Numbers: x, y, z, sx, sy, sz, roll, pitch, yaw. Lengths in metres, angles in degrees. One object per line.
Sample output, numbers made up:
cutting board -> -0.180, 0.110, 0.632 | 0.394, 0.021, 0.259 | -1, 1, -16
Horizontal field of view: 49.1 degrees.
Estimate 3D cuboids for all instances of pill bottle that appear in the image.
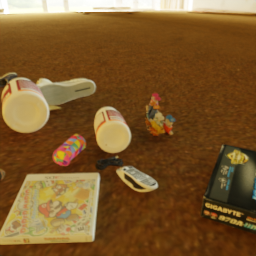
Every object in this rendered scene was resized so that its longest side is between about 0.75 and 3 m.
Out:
pill bottle -> -0.539, -0.014, 8.511 | 0.966, 0.966, 1.764 | -5, 21, -9
pill bottle -> -3.596, -0.886, 9.638 | 1.382, 1.382, 2.421 | -11, 26, -20

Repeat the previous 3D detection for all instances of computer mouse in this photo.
computer mouse -> -0.008, 1.232, 7.120 | 1.623, 0.356, 0.890 | 29, 18, 31

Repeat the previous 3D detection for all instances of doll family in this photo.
doll family -> 0.875, -0.313, 9.335 | 0.719, 0.990, 1.596 | -16, 56, -17

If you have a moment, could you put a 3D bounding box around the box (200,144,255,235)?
box -> 3.025, 1.412, 6.644 | 2.052, 0.594, 2.582 | 13, 29, 23

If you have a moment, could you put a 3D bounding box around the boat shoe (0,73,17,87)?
boat shoe -> -6.020, -2.303, 13.744 | 0.446, 0.495, 1.376 | 30, 41, 31

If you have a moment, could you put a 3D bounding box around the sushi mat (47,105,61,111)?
sushi mat -> -3.111, -0.813, 11.105 | 0.513, 0.065, 1.073 | -12, 19, -39

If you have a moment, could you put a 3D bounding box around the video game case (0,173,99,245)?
video game case -> -1.669, 1.754, 6.473 | 1.889, 0.238, 2.076 | -1, 28, -1

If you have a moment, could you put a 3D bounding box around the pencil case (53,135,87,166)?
pencil case -> -1.620, 0.624, 7.874 | 0.553, 0.553, 1.251 | 7, 18, 13

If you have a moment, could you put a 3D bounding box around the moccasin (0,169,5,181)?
moccasin -> -3.742, 1.230, 7.154 | 1.109, 0.406, 0.428 | -12, 4, -9

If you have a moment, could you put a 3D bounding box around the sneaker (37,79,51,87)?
sneaker -> -3.829, -1.738, 12.107 | 0.862, 0.549, 1.491 | 33, 29, 32

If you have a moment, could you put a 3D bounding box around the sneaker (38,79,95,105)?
sneaker -> -2.635, -1.516, 11.726 | 2.502, 0.914, 0.886 | -9, 17, -15
